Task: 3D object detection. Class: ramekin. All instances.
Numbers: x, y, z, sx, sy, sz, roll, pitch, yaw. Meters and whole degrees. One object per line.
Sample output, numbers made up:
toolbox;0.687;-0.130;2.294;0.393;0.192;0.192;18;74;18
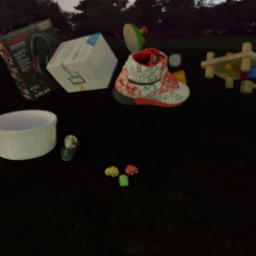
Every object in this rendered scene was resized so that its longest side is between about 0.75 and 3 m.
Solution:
ramekin;-3.592;0.219;9.751;2.232;1.088;2.232;0;20;0

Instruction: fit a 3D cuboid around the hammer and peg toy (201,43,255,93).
hammer and peg toy;3.578;-1.767;8.610;2.280;0.804;1.677;13;-10;-38

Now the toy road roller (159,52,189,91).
toy road roller;1.260;-1.662;9.454;1.270;1.739;1.069;-15;8;6

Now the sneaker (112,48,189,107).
sneaker;0.904;-1.317;7.428;2.542;1.362;0.849;-5;48;-32

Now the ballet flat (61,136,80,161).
ballet flat;-1.974;0.569;9.642;0.557;0.557;1.524;0;21;0

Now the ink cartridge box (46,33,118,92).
ink cartridge box;-1.809;-2.529;11.190;2.073;1.514;1.521;-1;55;32

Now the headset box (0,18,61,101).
headset box;-3.857;-2.938;11.567;2.201;2.961;1.111;-35;30;-30

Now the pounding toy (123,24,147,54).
pounding toy;0.510;-3.804;12.312;0.800;1.724;1.330;-25;10;-15

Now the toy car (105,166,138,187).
toy car;-0.151;1.345;8.016;0.996;0.222;0.938;-3;21;-7
